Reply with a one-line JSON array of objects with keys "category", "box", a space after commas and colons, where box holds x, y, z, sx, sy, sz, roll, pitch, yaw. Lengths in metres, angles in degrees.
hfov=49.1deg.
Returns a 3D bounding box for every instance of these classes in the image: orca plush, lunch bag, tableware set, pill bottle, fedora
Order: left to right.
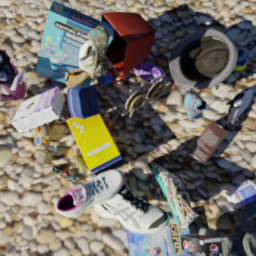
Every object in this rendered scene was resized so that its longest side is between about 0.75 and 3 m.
[{"category": "lunch bag", "box": [-1.592, -0.878, 9.801, 0.841, 0.819, 1.237, -20, 111, -41]}, {"category": "tableware set", "box": [0.637, -0.980, 8.970, 1.740, 1.150, 0.349, -29, 63, -35]}, {"category": "fedora", "box": [3.042, -2.622, 11.098, 2.564, 1.158, 2.268, -21, 80, 29]}, {"category": "orca plush", "box": [4.325, -0.810, 11.421, 1.034, 0.699, 1.965, 29, 83, -40]}, {"category": "pill bottle", "box": [4.477, 2.451, 10.612, 1.344, 0.753, 0.753, -24, 80, -5]}]

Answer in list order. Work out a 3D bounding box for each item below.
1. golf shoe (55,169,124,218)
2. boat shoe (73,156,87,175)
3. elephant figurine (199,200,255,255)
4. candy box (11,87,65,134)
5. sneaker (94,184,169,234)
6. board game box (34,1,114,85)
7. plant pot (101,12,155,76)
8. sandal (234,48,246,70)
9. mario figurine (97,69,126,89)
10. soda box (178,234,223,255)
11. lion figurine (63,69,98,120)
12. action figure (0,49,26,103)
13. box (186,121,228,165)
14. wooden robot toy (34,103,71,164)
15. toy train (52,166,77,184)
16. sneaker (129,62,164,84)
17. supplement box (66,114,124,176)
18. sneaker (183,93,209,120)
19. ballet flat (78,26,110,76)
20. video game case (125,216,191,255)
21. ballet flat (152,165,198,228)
[{"category": "golf shoe", "box": [-1.171, 2.020, 8.605, 2.333, 1.068, 0.879, -33, 71, -1]}, {"category": "boat shoe", "box": [-1.861, 1.430, 11.005, 0.311, 0.292, 0.816, -29, 74, -12]}, {"category": "elephant figurine", "box": [4.058, 4.089, 9.916, 2.677, 1.894, 2.077, -9, 108, -17]}, {"category": "candy box", "box": [-3.239, -0.654, 10.220, 1.661, 1.393, 0.594, -21, 124, 13]}, {"category": "sneaker", "box": [-0.016, 2.693, 9.763, 2.947, 1.115, 1.292, 9, 119, 24]}, {"category": "board game box", "box": [-2.029, -2.788, 10.152, 2.168, 2.871, 0.674, 19, 51, -16]}, {"category": "plant pot", "box": [0.022, -3.253, 10.308, 1.474, 1.672, 1.671, -27, 66, -22]}, {"category": "sandal", "box": [4.202, -3.233, 11.655, 1.905, 0.829, 0.757, 36, 83, 8]}, {"category": "mario figurine", "box": [-0.674, -2.028, 11.679, 1.255, 0.665, 0.775, -19, 116, 7]}, {"category": "soda box", "box": [2.145, 3.558, 8.475, 0.594, 1.680, 0.532, -1, 74, -16]}, {"category": "lion figurine", "box": [-1.976, -1.425, 10.716, 1.553, 0.919, 2.535, 7, 123, 3]}, {"category": "action figure", "box": [-4.266, -1.730, 10.474, 1.918, 2.575, 1.725, 19, 66, 9]}, {"category": "box", "box": [3.099, 0.590, 11.054, 0.797, 0.596, 1.591, 39, 83, 7]}, {"category": "wooden robot toy", "box": [-3.154, 0.145, 10.567, 1.107, 1.140, 2.512, 30, 101, 25]}, {"category": "toy train", "box": [-2.461, 1.821, 10.928, 1.156, 0.197, 0.265, 30, 110, 8]}, {"category": "sneaker", "box": [0.509, -2.367, 11.283, 1.932, 0.806, 0.779, 26, 95, 19]}, {"category": "supplement box", "box": [-1.218, 0.564, 10.610, 1.234, 1.227, 2.254, -27, 73, -5]}, {"category": "sneaker", "box": [2.310, -0.613, 9.266, 0.717, 1.501, 0.595, 12, 77, 29]}, {"category": "ballet flat", "box": [-1.168, -2.275, 8.830, 0.864, 2.294, 0.778, -28, 78, -21]}, {"category": "video game case", "box": [1.228, 4.682, 10.278, 2.308, 0.579, 2.547, -9, 79, -3]}, {"category": "ballet flat", "box": [1.630, 2.268, 9.756, 0.773, 0.915, 2.420, -20, 56, -6]}]
